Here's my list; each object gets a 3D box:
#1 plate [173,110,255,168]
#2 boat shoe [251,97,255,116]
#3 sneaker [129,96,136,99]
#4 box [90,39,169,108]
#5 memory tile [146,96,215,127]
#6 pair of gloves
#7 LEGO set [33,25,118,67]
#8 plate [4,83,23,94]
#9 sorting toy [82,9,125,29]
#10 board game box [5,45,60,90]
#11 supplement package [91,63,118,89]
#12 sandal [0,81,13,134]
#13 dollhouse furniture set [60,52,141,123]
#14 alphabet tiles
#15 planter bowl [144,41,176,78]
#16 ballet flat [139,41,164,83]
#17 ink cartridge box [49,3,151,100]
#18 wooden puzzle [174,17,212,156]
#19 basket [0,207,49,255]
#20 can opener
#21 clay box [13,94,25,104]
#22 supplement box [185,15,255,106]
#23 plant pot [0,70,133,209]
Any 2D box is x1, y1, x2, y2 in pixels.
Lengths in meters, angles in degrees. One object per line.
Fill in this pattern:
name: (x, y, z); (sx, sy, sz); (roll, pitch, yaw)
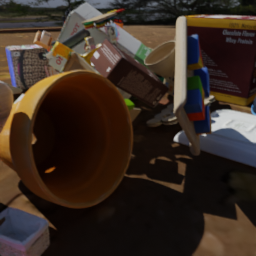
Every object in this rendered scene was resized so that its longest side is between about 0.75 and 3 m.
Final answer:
plate: (3.006, 0.104, 7.559); (2.636, 0.426, 2.630); (19, 29, 37)
boat shoe: (4.892, -0.471, 8.269); (1.145, 0.934, 2.721); (-18, 30, -35)
sneaker: (-0.485, -1.664, 10.645); (2.918, 1.120, 1.222); (6, 11, 40)
box: (0.064, -1.130, 6.037); (1.647, 0.617, 0.825); (20, 27, -46)
memory tile: (1.639, -0.504, 8.502); (1.646, 0.180, 2.147); (-9, 15, 35)
pair of gloves: (-1.201, -3.214, 10.345); (2.580, 2.298, 0.319); (16, 57, 14)
LEGO set: (-1.348, -2.062, 7.257); (2.165, 0.996, 0.806); (-14, 24, -25)
plate: (-5.847, -1.732, 10.661); (2.552, 0.412, 2.546); (10, -4, 22)
sorting toy: (-0.717, -2.866, 7.531); (0.706, 0.248, 1.465); (13, 40, 44)
board game box: (-4.023, -2.699, 12.273); (2.144, 1.709, 1.038); (-15, 29, -28)
supplement package: (-0.838, -1.458, 7.746); (0.952, 0.678, 1.222); (-8, 32, -5)
sandal: (-2.853, 0.186, 4.509); (0.849, 2.962, 1.135); (49, 35, 10)
dollhouse furniture set: (-0.820, -0.679, 6.908); (2.066, 1.353, 1.037); (45, 19, 20)
alphabet tiles: (1.745, -2.031, 9.853); (0.070, 1.841, 2.213); (13, -3, 33)
planter bowl: (0.846, -1.477, 6.293); (0.814, 0.548, 0.814); (-28, 32, 19)
ballet flat: (1.183, -2.265, 10.554); (2.942, 0.917, 0.992); (26, -4, -39)
ink cartridge box: (-0.821, -2.206, 8.925); (2.783, 2.022, 1.218); (32, 38, -10)
wooden puzzle: (1.447, -0.802, 6.048); (0.547, 2.361, 2.187); (-4, 62, 19)
basket: (-1.631, 1.620, 4.166); (0.810, 0.499, 0.549); (10, 26, 23)
can opener: (-1.646, -2.245, 7.392); (1.373, 0.456, 0.362); (-23, 1, 17)
clay box: (-2.663, -0.811, 9.364); (1.961, 0.467, 1.127); (-2, 23, -4)
supplement box: (3.733, -2.761, 10.894); (2.898, 2.938, 1.951); (18, 30, 35)
plant pot: (-1.461, 0.183, 5.517); (2.155, 2.354, 2.354); (1, 19, 40)
